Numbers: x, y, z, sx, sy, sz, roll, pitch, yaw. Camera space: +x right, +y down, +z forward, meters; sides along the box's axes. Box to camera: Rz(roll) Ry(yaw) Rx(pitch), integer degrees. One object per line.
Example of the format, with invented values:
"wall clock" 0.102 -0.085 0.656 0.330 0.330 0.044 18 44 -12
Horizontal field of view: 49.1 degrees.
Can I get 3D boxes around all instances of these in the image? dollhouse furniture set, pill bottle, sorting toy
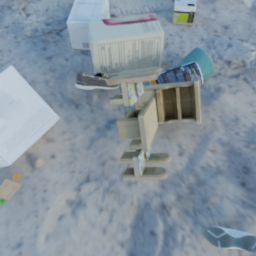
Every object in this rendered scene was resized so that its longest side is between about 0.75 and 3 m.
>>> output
"dollhouse furniture set" 0.919 -0.351 7.461 1.920 2.533 2.890 -3 19 16
"pill bottle" 1.512 -1.493 9.053 1.601 0.850 0.850 -18 56 3
"sorting toy" -3.249 1.634 7.513 1.068 0.602 0.146 -49 54 -3

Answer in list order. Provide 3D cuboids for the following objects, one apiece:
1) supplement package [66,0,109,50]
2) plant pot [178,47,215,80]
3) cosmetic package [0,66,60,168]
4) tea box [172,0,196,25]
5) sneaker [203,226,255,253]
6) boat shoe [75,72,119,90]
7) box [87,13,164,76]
"supplement package" -1.526 -4.400 11.350 1.298 1.250 2.283 5 56 4
"plant pot" 2.327 -2.092 9.895 0.920 1.147 1.147 -35 60 1
"cosmetic package" -3.444 -0.269 7.929 1.983 1.219 1.977 50 57 -14
"tea box" 2.386 -4.943 11.956 0.892 0.877 0.596 6 56 4
"sneaker" 2.581 2.759 6.932 1.390 0.557 0.489 5 81 26
"boat shoe" -0.981 -1.606 9.441 1.756 0.523 0.631 -7 24 -41
"box" -0.112 -2.980 10.137 2.504 1.601 1.364 -9 52 -6
